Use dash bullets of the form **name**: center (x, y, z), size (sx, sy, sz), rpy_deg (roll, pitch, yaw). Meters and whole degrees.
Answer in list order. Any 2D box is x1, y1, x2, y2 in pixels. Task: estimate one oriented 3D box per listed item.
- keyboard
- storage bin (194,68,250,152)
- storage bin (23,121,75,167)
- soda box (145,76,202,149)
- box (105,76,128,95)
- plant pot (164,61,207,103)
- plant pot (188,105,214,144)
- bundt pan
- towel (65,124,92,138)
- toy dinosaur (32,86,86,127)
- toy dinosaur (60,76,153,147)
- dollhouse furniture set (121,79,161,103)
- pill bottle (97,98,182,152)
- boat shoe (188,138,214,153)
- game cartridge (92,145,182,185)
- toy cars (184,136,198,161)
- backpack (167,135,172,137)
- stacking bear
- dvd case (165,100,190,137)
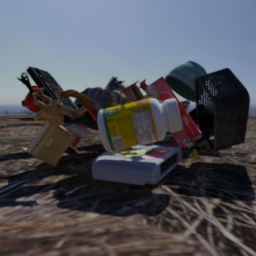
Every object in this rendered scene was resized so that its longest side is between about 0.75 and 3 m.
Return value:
- **keyboard**: center (-2.247, -0.993, 8.063), size (2.369, 0.244, 1.506), rpy_deg (48, 26, 23)
- **storage bin**: center (2.997, -0.545, 9.143), size (1.107, 2.361, 1.596), rpy_deg (-16, 46, 0)
- **storage bin**: center (-2.342, 0.419, 8.356), size (0.531, 1.133, 1.125), rpy_deg (31, -7, 36)
- **soda box**: center (1.859, -0.632, 11.814), size (1.044, 2.983, 0.946), rpy_deg (-33, -15, 8)
- **box**: center (-0.177, -1.707, 14.502), size (1.076, 0.881, 2.266), rpy_deg (25, 17, -41)
- **plant pot**: center (2.257, -1.812, 10.366), size (1.524, 1.021, 1.524), rpy_deg (36, -6, 4)
- **plant pot**: center (3.243, -0.004, 12.628), size (1.404, 1.407, 1.249), rpy_deg (-38, -24, 8)
- **bundt pan**: center (-0.941, -0.736, 10.907), size (2.594, 0.973, 2.594), rpy_deg (9, -23, 4)
- **towel**: center (-1.753, 0.100, 9.802), size (0.852, 0.147, 0.564), rpy_deg (22, 24, 19)
- **toy dinosaur**: center (-2.148, -0.505, 7.476), size (2.113, 1.069, 0.615), rpy_deg (-4, 24, 34)
- **toy dinosaur**: center (-0.537, -0.372, 9.161), size (2.944, 1.546, 2.671), rpy_deg (10, -35, 1)
- **dollhouse furniture set**: center (0.503, -1.227, 9.594), size (0.663, 0.878, 1.631), rpy_deg (-33, 6, -28)
- **pill bottle**: center (0.308, -0.125, 7.199), size (2.001, 1.128, 1.128), rpy_deg (-13, 4, 5)
- **boat shoe**: center (2.996, 0.728, 10.875), size (1.283, 0.454, 0.582), rpy_deg (-18, 1, 30)
- **game cartridge**: center (0.292, 0.961, 8.182), size (1.958, 0.601, 2.942), rpy_deg (-2, 5, 24)
- **toy cars**: center (1.954, 0.674, 8.840), size (0.407, 0.909, 0.201), rpy_deg (10, -44, -44)
- **backpack**: center (2.577, 0.056, 16.671), size (1.130, 0.833, 1.238), rpy_deg (-1, 6, -8)
- **stacking bear**: center (-3.140, -0.672, 12.153), size (2.835, 1.722, 1.612), rpy_deg (35, -7, -21)
- **dvd case**: center (1.971, -0.348, 14.138), size (0.334, 2.027, 2.697), rpy_deg (39, 33, 29)
